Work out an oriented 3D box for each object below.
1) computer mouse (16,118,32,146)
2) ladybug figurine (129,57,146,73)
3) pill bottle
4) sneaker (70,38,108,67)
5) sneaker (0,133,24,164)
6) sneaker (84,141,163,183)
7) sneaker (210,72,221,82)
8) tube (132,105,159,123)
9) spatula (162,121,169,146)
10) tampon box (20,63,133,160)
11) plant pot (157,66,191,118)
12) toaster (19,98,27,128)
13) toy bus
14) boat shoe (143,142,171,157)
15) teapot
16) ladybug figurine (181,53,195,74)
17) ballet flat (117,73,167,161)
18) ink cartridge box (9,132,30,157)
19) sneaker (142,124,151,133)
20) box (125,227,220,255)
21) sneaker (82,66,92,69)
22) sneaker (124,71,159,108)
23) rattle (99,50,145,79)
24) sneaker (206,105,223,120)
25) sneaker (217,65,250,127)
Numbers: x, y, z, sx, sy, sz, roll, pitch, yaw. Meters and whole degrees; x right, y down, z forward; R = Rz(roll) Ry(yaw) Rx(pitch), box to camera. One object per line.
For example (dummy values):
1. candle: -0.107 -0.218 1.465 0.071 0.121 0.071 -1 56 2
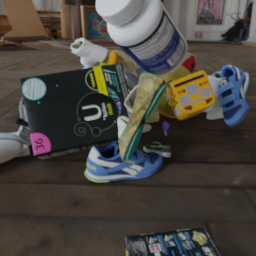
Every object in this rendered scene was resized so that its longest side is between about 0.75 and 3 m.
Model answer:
1. computer mouse: -3.071 0.185 8.373 0.763 0.305 1.392 27 17 -22
2. ladybug figurine: 0.796 -3.267 10.969 1.896 2.793 1.005 18 59 28
3. pill bottle: 0.424 -2.723 7.750 1.592 1.592 2.867 17 -8 36
4. sneaker: -1.580 -2.732 10.019 1.090 0.695 1.885 20 -8 -27
5. sneaker: -3.805 0.902 6.872 2.597 0.949 0.920 -20 46 -30
6. sneaker: -0.035 0.779 6.962 2.071 0.852 0.766 -5 21 -24
7. sneaker: 3.313 -1.591 10.726 0.904 0.954 2.362 -29 6 -31
8. tube: -0.375 -0.373 10.152 2.914 0.757 0.846 -9 -13 -1
9. spatula: 1.132 0.195 8.577 0.101 0.277 0.981 -30 33 35
10. tampon box: -1.272 -0.382 7.336 2.515 1.885 1.587 -13 -8 -12
11. plant pot: 1.720 -1.219 10.893 2.016 2.016 1.431 -3 44 -7
12. toaster: -2.992 -0.488 9.873 1.571 1.031 1.737 -7 23 -14
13. toy bus: 1.395 -0.724 6.643 0.745 0.897 2.290 -21 -4 4
14. boat shoe: 0.822 0.567 7.856 0.372 0.335 1.052 5 2 -36
15. teapot: 2.713 -1.286 9.680 1.023 1.400 1.382 -43 14 -30
16. ladybug figurine: 2.121 -2.268 11.535 0.658 1.829 1.241 48 14 19
17. ballet flat: 0.142 -0.245 6.119 0.727 2.057 0.727 21 23 -9
18. ink cartridge box: -3.670 0.523 8.352 1.286 0.282 1.298 -8 25 -22
19. sneaker: 0.355 -0.046 9.553 0.873 0.309 0.319 0 52 30
20. box: 0.758 2.223 3.983 1.399 0.405 1.760 -4 22 -9
21. sneaker: -0.919 -1.110 9.353 1.257 1.088 2.901 -29 53 22
22. sneaker: 0.255 -1.051 8.943 0.699 1.975 0.721 -33 49 19
23. rattle: 0.107 -2.150 9.886 1.995 1.299 1.425 21 -31 -23
24. sneaker: 3.661 -0.628 10.876 1.610 0.615 0.648 -19 38 -36
25. sneaker: 3.143 -1.016 8.602 0.900 0.809 2.189 31 54 -23
